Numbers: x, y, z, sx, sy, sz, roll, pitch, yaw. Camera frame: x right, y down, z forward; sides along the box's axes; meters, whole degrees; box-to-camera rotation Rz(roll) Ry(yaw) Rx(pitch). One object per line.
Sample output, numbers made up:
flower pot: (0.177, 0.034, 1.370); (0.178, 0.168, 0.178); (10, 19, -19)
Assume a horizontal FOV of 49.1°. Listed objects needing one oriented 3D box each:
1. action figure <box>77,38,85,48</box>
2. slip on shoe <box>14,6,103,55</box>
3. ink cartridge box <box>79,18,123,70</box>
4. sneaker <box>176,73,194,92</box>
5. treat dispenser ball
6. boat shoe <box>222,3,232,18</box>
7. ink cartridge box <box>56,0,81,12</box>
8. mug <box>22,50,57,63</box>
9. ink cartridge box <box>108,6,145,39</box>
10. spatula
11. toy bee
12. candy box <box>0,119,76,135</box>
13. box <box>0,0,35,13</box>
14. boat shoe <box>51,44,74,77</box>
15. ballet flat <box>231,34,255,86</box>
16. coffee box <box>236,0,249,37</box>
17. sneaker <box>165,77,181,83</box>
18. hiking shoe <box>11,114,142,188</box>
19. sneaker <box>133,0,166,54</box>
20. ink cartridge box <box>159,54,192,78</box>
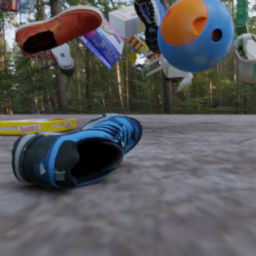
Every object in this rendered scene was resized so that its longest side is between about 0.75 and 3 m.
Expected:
action figure: (-1.650, -3.258, 10.459); (1.146, 0.374, 0.567); (44, -5, 48)
slip on shoe: (-1.509, -2.118, 6.231); (2.028, 0.621, 0.751); (-17, -32, -2)
ink cartridge box: (-0.728, -2.575, 8.029); (0.460, 1.309, 2.193); (-35, 23, 23)
sneaker: (2.134, -1.619, 10.386); (0.361, 0.852, 0.310); (40, -4, 2)
treat dispenser ball: (1.918, -2.670, 8.083); (2.129, 2.129, 2.129); (0, 3, 0)
boat shoe: (2.815, -3.638, 9.123); (0.641, 0.652, 1.808); (-31, 25, 14)
ink cartridge box: (-1.596, -3.781, 10.139); (2.233, 0.484, 2.192); (46, 0, -23)
mug: (-3.653, -3.644, 12.298); (1.679, 1.490, 1.120); (8, -13, 7)
ink cartridge box: (0.269, -4.027, 10.402); (1.644, 0.686, 1.193); (-27, 45, -21)
spatula: (1.224, -2.855, 11.607); (1.510, 1.050, 0.121); (-23, 9, 28)
toy bee: (0.796, -3.604, 12.660); (2.252, 1.474, 1.224); (-14, 56, -43)
candy box: (-2.496, -0.060, 7.791); (1.407, 0.364, 2.753); (-2, 3, 5)
box: (-2.440, -3.609, 6.221); (0.388, 1.944, 1.331); (14, 21, -1)
boat shoe: (-1.849, -1.943, 7.957); (0.509, 0.420, 1.483); (-13, 42, -13)
ballet flat: (3.461, -2.200, 7.989); (0.909, 0.909, 2.616); (1, 39, 10)
coffee box: (3.852, -3.702, 9.395); (0.336, 1.530, 0.941); (-2, -25, 28)
sneaker: (2.229, -2.734, 13.969); (0.790, 0.571, 1.617); (17, 39, -13)
hiking shoe: (-0.234, 0.222, 2.499); (0.639, 0.548, 1.473); (10, 19, 35)
sneaker: (0.979, -3.542, 9.398); (0.904, 2.302, 1.026); (6, 49, 31)
ink cartridge box: (2.170, -3.050, 13.081); (1.163, 0.668, 1.986); (-5, 33, -5)
